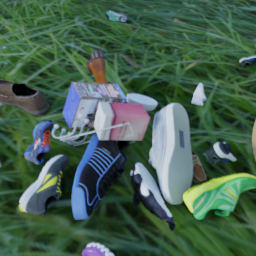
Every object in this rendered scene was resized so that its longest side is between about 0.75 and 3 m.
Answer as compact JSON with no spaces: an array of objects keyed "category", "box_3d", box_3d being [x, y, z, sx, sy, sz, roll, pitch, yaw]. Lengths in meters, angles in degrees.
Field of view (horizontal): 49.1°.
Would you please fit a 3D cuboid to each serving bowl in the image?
[{"category":"serving bowl","box_3d":[0.422,-0.794,9.248,1.044,0.343,1.044,13,20,-5]}]

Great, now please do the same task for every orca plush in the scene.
[{"category":"orca plush","box_3d":[0.472,1.765,6.960,1.906,0.678,1.003,51,19,29]}]

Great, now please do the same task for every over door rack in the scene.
[{"category":"over door rack","box_3d":[-0.861,0.070,7.743,2.059,1.521,0.686,-3,81,3]}]

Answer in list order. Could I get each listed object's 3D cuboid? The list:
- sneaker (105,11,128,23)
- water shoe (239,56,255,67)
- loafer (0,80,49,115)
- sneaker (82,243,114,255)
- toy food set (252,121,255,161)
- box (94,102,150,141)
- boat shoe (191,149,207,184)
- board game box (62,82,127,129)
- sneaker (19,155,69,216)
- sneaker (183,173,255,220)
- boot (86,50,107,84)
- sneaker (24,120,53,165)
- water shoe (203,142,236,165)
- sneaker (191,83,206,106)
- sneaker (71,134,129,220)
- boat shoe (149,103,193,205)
[{"category":"sneaker","box_3d":[-0.596,-5.762,14.507,1.170,0.435,0.512,23,38,8]},{"category":"water shoe","box_3d":[4.986,-2.706,11.534,0.862,0.308,0.340,-12,74,-14]},{"category":"loafer","box_3d":[-3.788,-1.267,9.607,2.470,0.877,0.902,19,48,18]},{"category":"sneaker","box_3d":[-0.382,2.911,5.289,1.723,0.693,0.762,26,48,38]},{"category":"toy food set","box_3d":[4.327,0.137,6.919,0.718,2.922,2.952,13,21,-19]},{"category":"box","box_3d":[-0.189,-0.164,7.609,1.282,0.820,0.698,1,36,-24]},{"category":"boat shoe","box_3d":[1.737,0.948,7.688,0.471,0.459,1.244,-15,47,-15]},{"category":"board game box","box_3d":[-0.988,-0.635,8.133,1.468,1.171,0.711,-2,46,-35]},{"category":"sneaker","box_3d":[-1.945,1.482,7.123,0.737,0.649,1.743,24,58,14]},{"category":"sneaker","box_3d":[2.325,1.678,6.899,2.115,0.783,0.884,-13,78,-21]},{"category":"boot","box_3d":[-0.969,-1.611,9.736,0.579,1.591,1.690,-9,82,-23]},{"category":"sneaker","box_3d":[-2.343,0.409,7.729,0.555,1.416,0.533,36,23,22]},{"category":"water shoe","box_3d":[2.437,0.700,7.498,0.577,1.461,0.522,-32,61,24]},{"category":"sneaker","box_3d":[2.566,-1.151,9.921,0.452,0.385,1.022,22,54,5]},{"category":"sneaker","box_3d":[-0.633,1.113,7.185,1.042,0.938,2.674,1,43,11]},{"category":"boat shoe","box_3d":[1.083,0.688,7.588,0.963,0.983,2.759,22,60,-34]}]
